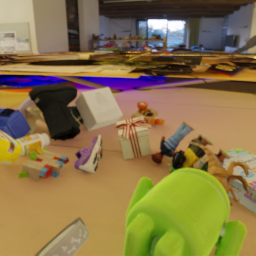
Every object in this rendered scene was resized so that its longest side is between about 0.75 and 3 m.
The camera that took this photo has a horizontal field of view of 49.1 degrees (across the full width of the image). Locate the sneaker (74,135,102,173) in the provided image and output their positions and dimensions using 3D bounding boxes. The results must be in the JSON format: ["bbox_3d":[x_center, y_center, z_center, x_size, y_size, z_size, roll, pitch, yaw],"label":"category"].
[{"bbox_3d":[-1.316,0.791,9.393,0.804,0.777,1.928,3,21,6],"label":"sneaker"}]

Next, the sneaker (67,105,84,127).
[{"bbox_3d":[-2.485,-0.542,13.032,2.779,1.078,1.199,-25,8,-41],"label":"sneaker"}]

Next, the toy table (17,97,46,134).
[{"bbox_3d":[-4.074,-0.559,12.244,0.998,1.705,1.567,27,-2,32],"label":"toy table"}]

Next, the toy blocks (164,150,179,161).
[{"bbox_3d":[1.560,0.876,9.838,0.682,0.297,0.818,-1,15,-8],"label":"toy blocks"}]

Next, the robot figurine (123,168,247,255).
[{"bbox_3d":[1.037,1.801,5.596,2.385,1.573,2.719,19,28,31],"label":"robot figurine"}]

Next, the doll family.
[{"bbox_3d":[1.714,0.872,8.506,1.146,1.688,2.921,36,8,-13],"label":"doll family"}]

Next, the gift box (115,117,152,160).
[{"bbox_3d":[0.233,0.318,9.726,1.169,1.183,1.266,-15,28,-6],"label":"gift box"}]

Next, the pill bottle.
[{"bbox_3d":[-3.478,0.568,10.220,0.619,0.619,1.114,19,28,40],"label":"pill bottle"}]

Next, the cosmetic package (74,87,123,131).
[{"bbox_3d":[-1.307,-0.838,12.470,1.502,1.506,0.926,-18,-15,-39],"label":"cosmetic package"}]

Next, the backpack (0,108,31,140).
[{"bbox_3d":[-4.993,-0.148,11.319,1.473,1.197,1.236,13,44,28],"label":"backpack"}]

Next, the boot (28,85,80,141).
[{"bbox_3d":[-2.642,-0.609,11.607,1.023,2.251,2.679,-33,-7,25],"label":"boot"}]

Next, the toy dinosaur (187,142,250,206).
[{"bbox_3d":[2.259,1.115,6.958,1.285,0.731,2.419,-4,52,7],"label":"toy dinosaur"}]

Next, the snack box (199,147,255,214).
[{"bbox_3d":[3.456,1.426,7.890,1.729,0.644,2.431,-11,23,-27],"label":"snack box"}]

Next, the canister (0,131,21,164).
[{"bbox_3d":[-4.350,0.370,8.536,1.569,0.915,2.113,32,-11,10],"label":"canister"}]

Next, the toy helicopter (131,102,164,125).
[{"bbox_3d":[0.740,-0.279,12.585,1.441,0.860,2.179,18,37,20],"label":"toy helicopter"}]

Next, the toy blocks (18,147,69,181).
[{"bbox_3d":[-2.508,1.184,8.666,1.024,0.749,1.498,16,23,8],"label":"toy blocks"}]

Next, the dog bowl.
[{"bbox_3d":[-1.175,2.085,4.896,1.190,0.349,1.190,-39,-2,-2],"label":"dog bowl"}]
